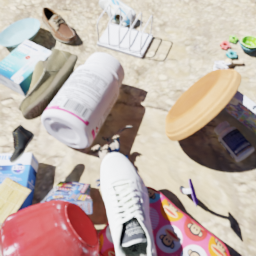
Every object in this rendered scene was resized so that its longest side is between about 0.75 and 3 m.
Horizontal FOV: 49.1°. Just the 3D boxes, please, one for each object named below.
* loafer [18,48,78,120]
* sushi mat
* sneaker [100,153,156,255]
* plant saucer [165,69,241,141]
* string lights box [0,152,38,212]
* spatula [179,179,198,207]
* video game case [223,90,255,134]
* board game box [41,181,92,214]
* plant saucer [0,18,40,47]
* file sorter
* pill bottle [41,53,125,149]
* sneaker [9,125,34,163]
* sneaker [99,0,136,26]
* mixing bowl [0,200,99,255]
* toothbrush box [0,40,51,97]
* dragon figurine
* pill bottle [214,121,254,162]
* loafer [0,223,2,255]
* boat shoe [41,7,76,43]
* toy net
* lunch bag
[{"bbox_3d":[-2.689,-1.482,9.044,1.007,1.135,2.985,30,51,-5],"label":"loafer"},{"bbox_3d":[-3.204,2.086,6.878,0.804,0.102,1.680,27,68,12],"label":"sushi mat"},{"bbox_3d":[0.012,1.754,5.936,1.072,1.129,2.806,-16,66,-3],"label":"sneaker"},{"bbox_3d":[1.913,-0.727,7.779,0.482,2.574,2.574,43,65,-9],"label":"plant saucer"},{"bbox_3d":[-3.228,1.851,7.508,1.198,0.688,2.332,-2,59,1],"label":"string lights box"},{"bbox_3d":[1.418,1.513,6.754,0.214,2.085,0.589,-14,80,-2],"label":"spatula"},{"bbox_3d":[3.735,-0.002,7.630,2.626,1.881,0.237,42,94,15],"label":"video game case"},{"bbox_3d":[-1.440,1.863,7.335,1.222,0.377,1.223,5,16,9],"label":"board game box"},{"bbox_3d":[-4.145,-3.579,10.796,1.768,0.340,1.768,-8,51,10],"label":"plant saucer"},{"bbox_3d":[-0.119,-3.687,10.538,1.852,1.153,1.285,19,61,12],"label":"file sorter"},{"bbox_3d":[-1.234,-0.906,8.565,1.596,1.596,2.816,20,57,11],"label":"pill bottle"},{"bbox_3d":[-2.798,0.394,6.995,0.345,0.490,0.923,-6,49,42],"label":"sneaker"},{"bbox_3d":[-0.558,-4.780,11.458,1.767,0.676,0.714,34,63,19],"label":"sneaker"},{"bbox_3d":[-1.374,2.327,5.781,1.173,2.167,2.167,-38,64,3],"label":"mixing bowl"},{"bbox_3d":[-3.583,-2.113,9.842,1.267,0.738,1.731,28,62,17],"label":"toothbrush box"},{"bbox_3d":[-0.429,0.794,8.060,0.620,1.047,2.107,-6,26,28],"label":"dragon figurine"},{"bbox_3d":[3.142,0.381,8.416,0.652,0.652,1.174,-26,63,-15],"label":"pill bottle"},{"bbox_3d":[-2.218,3.062,6.141,2.630,0.898,0.995,35,93,-6],"label":"loafer"},{"bbox_3d":[-2.797,-4.045,10.991,0.756,0.717,1.997,-41,67,-21],"label":"boat shoe"},{"bbox_3d":[3.780,-2.737,10.375,1.241,0.457,2.366,38,67,20],"label":"toy net"},{"bbox_3d":[0.648,3.045,6.559,2.771,1.135,2.441,38,67,19],"label":"lunch bag"}]
